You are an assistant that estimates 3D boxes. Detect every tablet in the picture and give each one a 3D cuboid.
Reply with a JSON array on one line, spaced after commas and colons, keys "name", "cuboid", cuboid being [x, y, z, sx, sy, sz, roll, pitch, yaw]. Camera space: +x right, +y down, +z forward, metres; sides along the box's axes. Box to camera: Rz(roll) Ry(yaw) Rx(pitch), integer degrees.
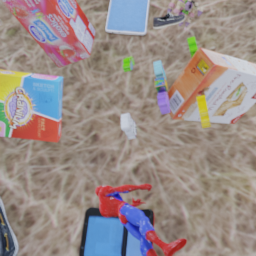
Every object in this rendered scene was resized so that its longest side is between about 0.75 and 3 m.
[{"name": "tablet", "cuboid": [0.016, -4.878, 11.541, 1.633, 0.171, 2.509, 6, 67, 3]}]

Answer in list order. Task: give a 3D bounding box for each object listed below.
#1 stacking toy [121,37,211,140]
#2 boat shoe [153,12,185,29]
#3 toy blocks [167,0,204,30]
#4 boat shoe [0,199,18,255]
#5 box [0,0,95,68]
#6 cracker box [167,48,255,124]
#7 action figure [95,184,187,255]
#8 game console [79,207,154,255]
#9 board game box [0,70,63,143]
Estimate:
[{"name": "stacking toy", "cuboid": [0.857, -1.010, 6.945, 1.978, 0.616, 2.623, -11, 56, 17]}, {"name": "boat shoe", "cuboid": [1.100, -2.911, 7.469, 0.996, 0.312, 0.362, -23, 31, -17]}, {"name": "toy blocks", "cuboid": [1.867, -3.764, 9.290, 0.915, 0.824, 0.979, 9, 25, -39]}, {"name": "boat shoe", "cuboid": [-4.079, 2.558, 7.950, 0.961, 1.232, 2.715, -35, 72, -13]}, {"name": "box", "cuboid": [-2.072, -3.062, 7.704, 1.192, 2.496, 1.244, -13, 51, 23]}, {"name": "cracker box", "cuboid": [2.366, -0.952, 7.264, 2.537, 1.699, 0.732, 2, 47, -34]}, {"name": "action figure", "cuboid": [0.341, 1.868, 6.217, 1.415, 0.933, 2.858, -15, 25, -35]}, {"name": "game console", "cuboid": [-0.376, 3.362, 7.609, 1.372, 1.992, 2.312, 15, 66, -23]}, {"name": "board game box", "cuboid": [-2.701, -0.547, 6.797, 2.122, 1.624, 0.428, 6, 25, -4]}]
